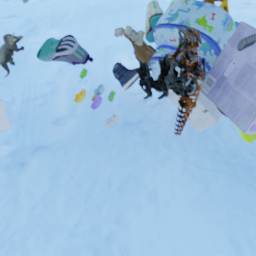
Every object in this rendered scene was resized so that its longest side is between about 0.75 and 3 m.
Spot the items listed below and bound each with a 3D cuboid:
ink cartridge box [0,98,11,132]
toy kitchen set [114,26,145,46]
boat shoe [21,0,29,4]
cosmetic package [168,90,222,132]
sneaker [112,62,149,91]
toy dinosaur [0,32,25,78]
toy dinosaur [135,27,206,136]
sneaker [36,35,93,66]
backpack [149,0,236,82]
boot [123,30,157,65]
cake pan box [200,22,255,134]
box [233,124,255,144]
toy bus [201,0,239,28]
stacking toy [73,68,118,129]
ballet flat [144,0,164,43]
[{"bbox_3d":[-5.252,-0.762,10.674,0.761,1.298,1.772,-25,43,-30],"label":"ink cartridge box"},{"bbox_3d":[0.042,-3.562,10.649,0.738,0.921,0.543,4,74,39],"label":"toy kitchen set"},{"bbox_3d":[-3.958,-4.992,10.572,0.304,0.276,0.828,-35,8,-9],"label":"boat shoe"},{"bbox_3d":[1.819,-0.676,7.633,1.430,0.807,0.580,45,54,-7],"label":"cosmetic package"},{"bbox_3d":[0.025,-2.103,10.065,0.994,1.375,0.523,54,34,3],"label":"sneaker"},{"bbox_3d":[-3.712,-2.305,8.612,0.602,1.564,0.800,41,18,7],"label":"toy dinosaur"},{"bbox_3d":[1.186,-1.073,6.226,1.583,1.192,2.333,0,72,-31],"label":"toy dinosaur"},{"bbox_3d":[-2.323,-2.544,9.961,2.605,1.140,0.969,17,76,50],"label":"sneaker"},{"bbox_3d":[2.049,-2.300,8.893,2.733,2.987,2.195,27,74,33],"label":"backpack"},{"bbox_3d":[0.396,-3.362,11.741,0.766,0.748,2.031,-46,72,4],"label":"boot"},{"bbox_3d":[2.563,-1.052,6.044,0.495,1.893,1.743,8,33,-33],"label":"cake pan box"},{"bbox_3d":[3.290,-0.561,7.769,1.065,1.747,0.416,-36,13,-4],"label":"box"},{"bbox_3d":[3.335,-3.840,10.688,2.082,2.207,1.140,42,69,-2],"label":"toy bus"},{"bbox_3d":[-0.922,-1.002,8.666,0.436,1.400,1.857,-35,32,27],"label":"stacking toy"},{"bbox_3d":[0.985,-3.994,10.556,0.767,2.274,0.709,-15,83,-3],"label":"ballet flat"}]
